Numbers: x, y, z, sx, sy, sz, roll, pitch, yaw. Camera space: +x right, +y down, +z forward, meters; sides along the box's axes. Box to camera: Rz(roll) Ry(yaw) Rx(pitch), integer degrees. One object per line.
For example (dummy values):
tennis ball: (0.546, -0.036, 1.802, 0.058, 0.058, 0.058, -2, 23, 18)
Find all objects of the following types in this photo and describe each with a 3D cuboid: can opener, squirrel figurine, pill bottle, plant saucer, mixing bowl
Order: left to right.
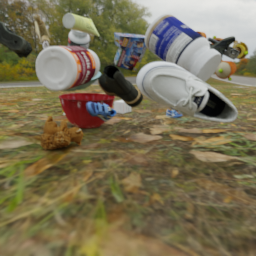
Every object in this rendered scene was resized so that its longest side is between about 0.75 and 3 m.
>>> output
squirrel figurine: (-2.275, 0.332, 9.747, 1.324, 1.004, 1.418, 10, 26, -2)
pill bottle: (-1.712, -1.860, 8.544, 1.229, 1.229, 2.152, 3, 17, 15)
plant saucer: (-2.287, -1.920, 11.580, 2.377, 0.458, 2.377, -4, 24, 2)
pill bottle: (-2.350, -4.004, 13.246, 0.979, 1.690, 0.979, 9, 48, -10)
mixing bowl: (-1.945, -0.809, 13.280, 2.630, 1.424, 2.630, 2, 13, 0)
pill bottle: (1.705, -2.472, 8.825, 1.320, 1.320, 2.280, -13, 52, -48)
can opener: (3.624, -3.077, 10.816, 1.407, 0.375, 0.470, 24, 29, -6)

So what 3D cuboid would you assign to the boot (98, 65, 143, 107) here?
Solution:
boot: (-0.700, -2.096, 11.516, 2.731, 1.058, 1.889, 30, -10, 41)

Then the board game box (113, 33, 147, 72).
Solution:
board game box: (-0.036, -3.521, 12.537, 1.665, 1.666, 0.514, 8, 25, -40)

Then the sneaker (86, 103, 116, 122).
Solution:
sneaker: (-0.593, -0.397, 6.201, 0.349, 0.314, 0.848, -22, -23, 28)

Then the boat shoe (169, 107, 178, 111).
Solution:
boat shoe: (3.258, -1.270, 18.165, 1.142, 0.432, 0.410, 13, 11, 14)

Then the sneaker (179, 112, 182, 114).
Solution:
sneaker: (3.494, -1.162, 17.167, 0.542, 0.572, 1.416, -2, 13, -19)

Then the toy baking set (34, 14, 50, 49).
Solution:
toy baking set: (-2.974, -3.076, 10.297, 0.301, 1.989, 2.591, -19, -20, -7)

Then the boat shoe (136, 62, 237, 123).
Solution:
boat shoe: (1.542, -0.798, 6.733, 2.808, 1.033, 0.918, 12, 19, -28)

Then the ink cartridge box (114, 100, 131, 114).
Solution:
ink cartridge box: (-0.357, -1.337, 17.623, 0.705, 0.718, 0.975, 8, 14, 32)

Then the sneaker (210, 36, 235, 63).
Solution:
sneaker: (3.299, -2.687, 9.884, 1.237, 0.709, 0.473, -29, -19, 9)

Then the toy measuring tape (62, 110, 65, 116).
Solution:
toy measuring tape: (-3.797, -0.921, 16.772, 0.402, 0.402, 1.092, 1, 30, 6)

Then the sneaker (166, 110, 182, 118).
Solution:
sneaker: (2.587, -0.799, 15.833, 1.002, 0.412, 0.370, 10, 13, 33)

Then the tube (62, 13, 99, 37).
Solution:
tube: (-1.274, -2.923, 7.911, 0.393, 0.440, 1.515, 18, 17, 16)

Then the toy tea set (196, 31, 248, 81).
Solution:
toy tea set: (3.838, -3.341, 12.676, 2.837, 1.687, 1.050, 34, 38, 31)

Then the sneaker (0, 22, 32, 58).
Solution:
sneaker: (-4.033, -2.981, 9.664, 1.796, 0.687, 1.029, 32, -6, 15)
